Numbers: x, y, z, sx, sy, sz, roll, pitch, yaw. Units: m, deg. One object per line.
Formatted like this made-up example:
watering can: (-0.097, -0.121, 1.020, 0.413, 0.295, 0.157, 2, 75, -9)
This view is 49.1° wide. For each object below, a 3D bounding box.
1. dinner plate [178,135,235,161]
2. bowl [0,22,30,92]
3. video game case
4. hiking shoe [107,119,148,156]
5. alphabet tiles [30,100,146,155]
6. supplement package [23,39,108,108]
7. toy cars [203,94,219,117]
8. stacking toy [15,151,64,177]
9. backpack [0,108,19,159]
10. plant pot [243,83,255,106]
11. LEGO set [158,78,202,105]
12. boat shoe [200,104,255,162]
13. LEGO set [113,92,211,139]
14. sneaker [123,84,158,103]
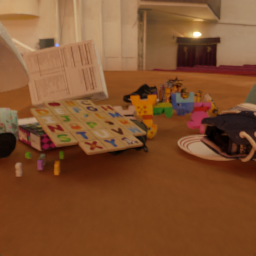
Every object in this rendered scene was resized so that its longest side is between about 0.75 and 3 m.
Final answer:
dinner plate: (1.890, 0.442, 6.077, 1.606, 0.195, 1.606, -1, 14, 0)
bowl: (-2.560, -1.068, 3.758, 2.059, 0.770, 2.062, -12, -10, -7)
video game case: (-1.672, -0.003, 7.321, 2.259, 0.405, 2.048, -11, 16, -40)
hiking shoe: (-0.419, 0.167, 5.924, 1.722, 0.652, 0.867, 2, 32, -2)
alphabet tiles: (-0.772, -0.119, 5.419, 1.817, 0.069, 2.184, -7, 29, -34)
supplement package: (-2.120, -1.791, 10.020, 2.397, 1.806, 1.819, -12, -2, 1)
toy cars: (2.735, -0.680, 9.379, 0.395, 0.801, 1.786, -30, 9, 19)
stacking toy: (-1.608, 0.652, 5.229, 0.731, 0.228, 0.969, -1, 11, -7)
backpack: (-2.558, 0.049, 5.691, 0.626, 0.825, 0.989, 11, 46, -37)
plant pot: (4.411, -0.738, 7.407, 2.746, 1.849, 2.746, 0, 13, 0)
LEGO set: (1.779, -1.254, 9.752, 1.315, 0.991, 1.710, 7, -9, -8)
boat shoe: (2.502, 0.353, 4.829, 1.305, 1.051, 2.815, -16, 22, -23)
LEGO set: (0.846, -0.217, 7.405, 2.720, 1.116, 1.038, -2, -18, 11)
sneaker: (0.520, -1.503, 12.164, 1.875, 0.821, 0.710, -5, 5, -39)
